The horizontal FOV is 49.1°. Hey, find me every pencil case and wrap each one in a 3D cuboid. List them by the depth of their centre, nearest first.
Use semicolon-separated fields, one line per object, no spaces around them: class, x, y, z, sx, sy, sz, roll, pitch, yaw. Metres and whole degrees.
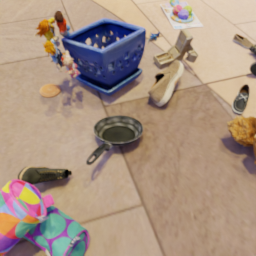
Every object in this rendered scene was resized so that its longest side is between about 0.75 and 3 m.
pencil case;-3.069;2.449;6.359;2.818;1.245;1.245;-42;54;4
pencil case;-2.223;2.499;7.077;2.477;1.054;1.145;23;34;21

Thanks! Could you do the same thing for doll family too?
doll family;-2.530;-2.837;9.698;1.132;1.559;2.512;-13;86;-1

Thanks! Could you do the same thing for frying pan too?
frying pan;-0.338;0.402;9.096;1.703;0.458;2.815;1;34;0

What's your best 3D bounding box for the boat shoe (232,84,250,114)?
boat shoe;4.416;-1.136;10.903;0.531;0.500;1.479;21;52;17

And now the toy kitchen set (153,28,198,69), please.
toy kitchen set;2.111;-3.222;12.228;1.359;1.506;1.229;-23;70;-19

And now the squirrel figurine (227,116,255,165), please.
squirrel figurine;4.179;0.327;8.850;2.064;1.461;1.927;13;35;36

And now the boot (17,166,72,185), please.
boot;-2.336;1.337;7.956;0.992;0.555;1.434;-1;4;14

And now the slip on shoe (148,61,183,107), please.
slip on shoe;1.480;-1.978;11.273;0.784;0.984;2.588;37;56;-14

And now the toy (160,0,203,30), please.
toy;3.027;-6.693;15.997;1.692;0.694;2.938;-9;47;-7

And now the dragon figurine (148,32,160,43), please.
dragon figurine;1.329;-4.650;14.336;0.504;0.298;1.013;13;47;12

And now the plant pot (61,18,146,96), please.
plant pot;-0.844;-2.765;11.149;2.398;2.156;2.398;28;51;34

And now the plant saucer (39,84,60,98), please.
plant saucer;-3.223;-1.559;11.539;0.843;0.136;0.843;0;46;0

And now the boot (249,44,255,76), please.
boot;6.112;-3.164;12.710;2.333;0.808;2.031;-6;43;-14

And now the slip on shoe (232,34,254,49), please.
slip on shoe;5.804;-4.303;13.951;0.477;0.380;1.254;-29;53;-24
